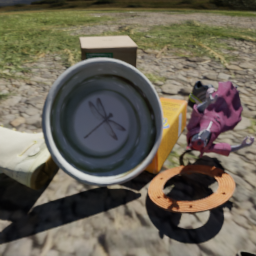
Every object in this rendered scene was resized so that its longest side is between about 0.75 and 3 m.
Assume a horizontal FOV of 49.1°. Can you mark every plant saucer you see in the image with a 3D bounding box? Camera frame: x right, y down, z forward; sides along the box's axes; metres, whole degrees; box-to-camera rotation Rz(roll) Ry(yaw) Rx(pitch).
[{"bbox_3d":[-0.540,-0.112,6.227,2.739,2.739,0.687,-14,5,-23],"label":"plant saucer"}]

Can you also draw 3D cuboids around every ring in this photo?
[{"bbox_3d":[1.364,1.326,6.164,1.861,0.179,1.861,-10,19,3],"label":"ring"}]

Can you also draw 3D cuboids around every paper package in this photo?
[{"bbox_3d":[-1.099,-3.919,14.927,2.846,1.472,2.713,-4,29,-10],"label":"paper package"}]

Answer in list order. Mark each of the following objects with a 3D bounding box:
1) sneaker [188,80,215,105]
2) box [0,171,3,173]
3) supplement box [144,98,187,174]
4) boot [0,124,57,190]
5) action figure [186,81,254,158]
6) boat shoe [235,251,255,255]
[{"bbox_3d":[3.045,-1.164,10.493,0.753,0.825,2.038,-16,32,-27],"label":"sneaker"},{"bbox_3d":[-4.116,0.788,7.297,2.099,0.432,1.637,-18,34,-27],"label":"box"},{"bbox_3d":[0.883,0.090,8.044,0.954,0.986,2.867,11,32,22],"label":"supplement box"},{"bbox_3d":[-2.586,0.325,7.014,2.032,0.947,2.628,17,27,3],"label":"boot"},{"bbox_3d":[1.869,-0.127,6.721,1.851,1.665,2.486,-21,14,48],"label":"action figure"},{"bbox_3d":[2.320,2.341,4.489,1.205,0.360,0.431,13,31,23],"label":"boat shoe"}]
